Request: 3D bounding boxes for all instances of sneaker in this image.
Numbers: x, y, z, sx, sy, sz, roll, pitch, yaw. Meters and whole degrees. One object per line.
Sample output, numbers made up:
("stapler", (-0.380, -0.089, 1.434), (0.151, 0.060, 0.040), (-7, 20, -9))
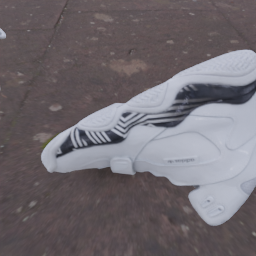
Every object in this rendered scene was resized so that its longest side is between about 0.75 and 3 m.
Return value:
("sneaker", (0.338, 0.364, 3.238), (2.726, 1.567, 1.024), (-23, 8, 19))

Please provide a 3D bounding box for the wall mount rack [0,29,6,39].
("wall mount rack", (-4.049, -2.006, 6.416), (2.375, 1.019, 2.733), (46, 22, 23))
